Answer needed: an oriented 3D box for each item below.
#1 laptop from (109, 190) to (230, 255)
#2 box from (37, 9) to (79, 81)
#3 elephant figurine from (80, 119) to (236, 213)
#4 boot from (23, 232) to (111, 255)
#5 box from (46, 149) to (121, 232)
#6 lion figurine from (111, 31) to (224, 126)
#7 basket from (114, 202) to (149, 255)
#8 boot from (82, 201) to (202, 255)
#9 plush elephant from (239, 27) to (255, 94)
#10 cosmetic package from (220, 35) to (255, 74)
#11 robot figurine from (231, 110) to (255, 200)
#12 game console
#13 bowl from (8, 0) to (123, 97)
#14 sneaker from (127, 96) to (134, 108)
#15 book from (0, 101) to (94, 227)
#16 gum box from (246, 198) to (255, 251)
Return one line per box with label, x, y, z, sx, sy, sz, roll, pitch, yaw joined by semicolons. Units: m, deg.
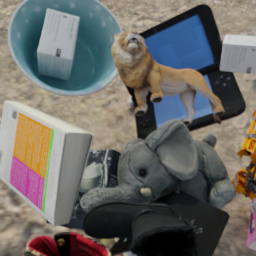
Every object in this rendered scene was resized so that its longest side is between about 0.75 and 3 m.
laptop;0.612;1.702;4.437;0.768;1.488;1.318;50;46;1
box;-1.717;-1.998;6.898;0.784;1.199;1.193;10;73;-13
elephant figurine;0.595;0.703;5.057;2.539;1.797;1.970;31;18;-25
boot;-1.191;2.497;4.034;2.527;1.903;0.925;2;8;30
box;-0.700;1.340;5.778;1.550;0.961;1.524;-9;59;39
lion figurine;0.893;-1.030;6.180;2.786;1.010;1.706;16;52;-29
basket;0.619;2.698;6.529;1.507;1.371;2.223;-27;54;-20
boot;0.108;1.265;3.428;1.377;1.128;0.510;-1;90;-5
plush elephant;3.165;-1.908;6.625;1.433;1.851;1.524;35;21;-7
cosmetic package;2.466;-1.407;5.451;1.222;0.621;0.452;10;45;19
robot figurine;2.486;0.492;5.278;0.714;2.453;1.778;21;71;25
game console;1.124;-1.233;7.074;2.824;1.676;2.434;-20;53;21
bowl;-1.535;-1.896;7.140;2.718;1.422;2.718;4;77;-17
sneaker;0.404;-1.163;10.386;0.539;0.455;1.232;18;57;14
book;-1.842;0.544;5.414;2.493;1.666;0.599;21;11;40
gum box;4.281;2.598;6.945;2.525;0.835;1.433;17;53;14
